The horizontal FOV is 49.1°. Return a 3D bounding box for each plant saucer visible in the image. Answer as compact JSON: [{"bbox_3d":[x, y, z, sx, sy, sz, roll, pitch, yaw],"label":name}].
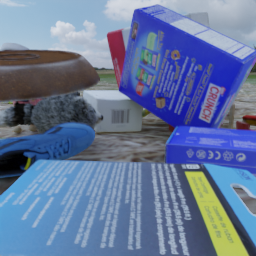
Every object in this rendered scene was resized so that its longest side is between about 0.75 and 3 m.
[{"bbox_3d":[-1.372,-0.745,3.521,2.022,0.348,2.022,0,20,0],"label":"plant saucer"}]

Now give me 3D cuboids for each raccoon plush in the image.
[{"bbox_3d":[-1.554,-0.079,5.491,2.089,1.011,1.400,-19,14,-9],"label":"raccoon plush"}]

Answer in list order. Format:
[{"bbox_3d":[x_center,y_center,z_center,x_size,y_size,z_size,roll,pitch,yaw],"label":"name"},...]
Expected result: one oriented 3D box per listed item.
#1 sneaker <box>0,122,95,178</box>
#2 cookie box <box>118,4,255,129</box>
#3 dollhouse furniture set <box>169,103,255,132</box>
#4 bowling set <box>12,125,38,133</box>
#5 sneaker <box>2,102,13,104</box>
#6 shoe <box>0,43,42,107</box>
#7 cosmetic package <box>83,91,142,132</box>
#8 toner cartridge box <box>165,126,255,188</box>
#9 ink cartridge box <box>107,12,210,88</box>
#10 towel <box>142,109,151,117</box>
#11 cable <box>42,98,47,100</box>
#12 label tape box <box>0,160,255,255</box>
[{"bbox_3d":[-1.224,0.365,4.150,1.799,0.593,0.705,-13,23,-32],"label":"sneaker"},{"bbox_3d":[1.032,-1.061,5.596,2.271,1.943,0.853,36,47,22],"label":"cookie box"},{"bbox_3d":[2.139,-0.305,6.612,2.122,0.863,1.142,8,15,34],"label":"dollhouse furniture set"},{"bbox_3d":[-2.293,-0.229,6.736,0.988,0.688,0.531,-7,8,-18],"label":"bowling set"},{"bbox_3d":[-5.125,-1.269,12.427,1.192,0.452,0.626,8,0,6],"label":"sneaker"},{"bbox_3d":[-2.196,-0.959,5.982,0.671,0.854,1.878,4,-17,0],"label":"shoe"},{"bbox_3d":[-0.499,-0.509,7.523,1.184,0.851,2.097,-2,14,-19],"label":"cosmetic package"},{"bbox_3d":[1.865,0.418,3.973,2.520,0.544,1.197,4,12,17],"label":"toner cartridge box"},{"bbox_3d":[0.946,-2.038,7.570,2.294,1.659,1.667,-1,20,32],"label":"ink cartridge box"},{"bbox_3d":[1.338,-0.792,7.198,1.008,0.212,2.343,-37,10,-39],"label":"towel"},{"bbox_3d":[-2.669,-0.868,8.089,2.354,0.598,1.920,16,-7,22],"label":"cable"},{"bbox_3d":[0.073,0.774,2.082,2.027,0.670,1.452,3,13,2],"label":"label tape box"}]
